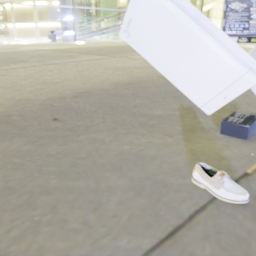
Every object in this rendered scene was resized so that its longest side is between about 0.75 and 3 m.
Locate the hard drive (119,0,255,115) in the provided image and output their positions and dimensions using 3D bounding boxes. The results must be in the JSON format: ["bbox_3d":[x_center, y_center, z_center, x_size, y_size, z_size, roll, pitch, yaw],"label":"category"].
[{"bbox_3d":[1.084,-1.538,5.580,0.365,2.736,1.804,-47,-2,-21],"label":"hard drive"}]

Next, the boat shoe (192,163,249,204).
[{"bbox_3d":[1.980,1.186,6.110,0.502,0.460,1.344,-20,29,-40],"label":"boat shoe"}]

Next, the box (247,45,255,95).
[{"bbox_3d":[3.236,-1.154,4.749,1.195,0.978,2.516,-46,18,-6],"label":"box"}]

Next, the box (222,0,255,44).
[{"bbox_3d":[2.886,-2.485,6.378,1.404,1.132,0.345,4,-14,14],"label":"box"}]

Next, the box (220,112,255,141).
[{"bbox_3d":[3.724,-0.091,9.279,0.900,0.503,1.275,13,24,37],"label":"box"}]
